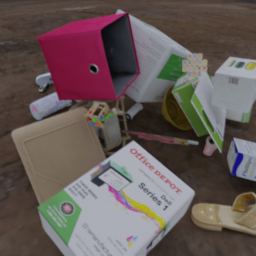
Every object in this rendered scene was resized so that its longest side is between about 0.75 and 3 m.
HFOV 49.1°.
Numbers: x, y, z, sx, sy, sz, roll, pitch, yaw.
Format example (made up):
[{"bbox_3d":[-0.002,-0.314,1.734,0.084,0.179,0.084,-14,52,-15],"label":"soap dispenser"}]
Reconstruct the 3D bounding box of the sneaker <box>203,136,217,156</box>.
[{"bbox_3d":[2.894,0.469,9.565,0.396,0.549,1.051,22,36,20],"label":"sneaker"}]

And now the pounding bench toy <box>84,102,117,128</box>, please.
[{"bbox_3d":[-0.727,-0.324,7.690,0.751,0.467,0.586,11,57,36],"label":"pounding bench toy"}]

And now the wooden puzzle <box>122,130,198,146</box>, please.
[{"bbox_3d":[0.975,0.318,8.173,2.240,0.157,1.328,9,0,42],"label":"wooden puzzle"}]

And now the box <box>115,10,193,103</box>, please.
[{"bbox_3d":[0.615,-2.604,10.794,2.665,2.282,2.651,43,24,20],"label":"box"}]

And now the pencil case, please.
[{"bbox_3d":[-3.198,-0.955,11.672,0.786,0.721,1.734,45,49,15],"label":"pencil case"}]

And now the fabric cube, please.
[{"bbox_3d":[-1.072,-2.149,8.556,2.067,2.035,2.074,2,33,24],"label":"fabric cube"}]

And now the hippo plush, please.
[{"bbox_3d":[-1.073,-0.805,10.282,2.428,1.952,1.934,-14,35,-21],"label":"hippo plush"}]

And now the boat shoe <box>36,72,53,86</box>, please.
[{"bbox_3d":[-3.687,-2.655,14.367,2.121,0.742,0.703,-19,38,-14],"label":"boat shoe"}]

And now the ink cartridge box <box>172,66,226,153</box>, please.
[{"bbox_3d":[2.361,-0.596,9.448,1.046,2.040,2.761,-22,22,33],"label":"ink cartridge box"}]

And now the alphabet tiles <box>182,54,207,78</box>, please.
[{"bbox_3d":[2.067,-1.928,8.720,0.753,0.737,0.055,3,17,16],"label":"alphabet tiles"}]

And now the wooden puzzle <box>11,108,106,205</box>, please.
[{"bbox_3d":[-1.765,0.846,7.891,2.245,2.427,0.452,-23,2,-32],"label":"wooden puzzle"}]

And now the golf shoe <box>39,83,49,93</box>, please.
[{"bbox_3d":[-4.104,-1.999,13.664,0.367,0.302,0.776,4,32,6],"label":"golf shoe"}]

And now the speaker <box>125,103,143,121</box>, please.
[{"bbox_3d":[0.205,-0.614,10.433,0.329,0.329,0.810,20,45,28],"label":"speaker"}]

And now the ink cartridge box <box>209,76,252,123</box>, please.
[{"bbox_3d":[3.813,-1.208,11.182,0.526,1.595,2.192,-3,16,-42],"label":"ink cartridge box"}]

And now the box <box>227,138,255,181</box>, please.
[{"bbox_3d":[3.681,0.966,8.089,1.386,0.727,1.275,15,18,10],"label":"box"}]

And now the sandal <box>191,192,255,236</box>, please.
[{"bbox_3d":[2.931,2.024,6.926,2.626,0.864,0.963,1,33,1],"label":"sandal"}]

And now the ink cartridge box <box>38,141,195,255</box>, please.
[{"bbox_3d":[-0.195,1.770,5.982,2.668,1.120,1.932,-33,60,-32],"label":"ink cartridge box"}]

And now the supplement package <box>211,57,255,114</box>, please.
[{"bbox_3d":[3.398,-1.361,8.659,1.130,1.122,1.489,17,38,28],"label":"supplement package"}]

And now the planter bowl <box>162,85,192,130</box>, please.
[{"bbox_3d":[1.857,-0.727,10.882,1.799,1.799,0.749,-29,5,-36],"label":"planter bowl"}]

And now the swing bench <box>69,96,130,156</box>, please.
[{"bbox_3d":[-0.888,0.040,9.001,1.754,1.744,1.138,-5,34,5],"label":"swing bench"}]
